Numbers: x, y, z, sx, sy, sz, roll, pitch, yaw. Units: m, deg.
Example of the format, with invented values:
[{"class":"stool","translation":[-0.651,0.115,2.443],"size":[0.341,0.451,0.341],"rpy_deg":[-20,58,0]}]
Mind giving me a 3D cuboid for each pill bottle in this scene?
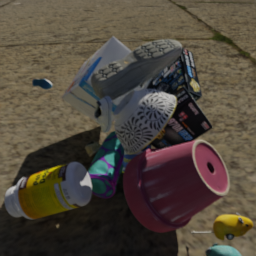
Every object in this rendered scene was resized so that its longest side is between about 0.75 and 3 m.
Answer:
[{"class":"pill bottle","translation":[-2.153,1.734,7.512],"size":[2.150,1.175,1.175],"rpy_deg":[-19,34,13]}]

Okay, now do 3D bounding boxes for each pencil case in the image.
[{"class":"pencil case","translation":[-0.524,1.066,8.903],"size":[1.101,1.014,2.383],"rpy_deg":[-10,31,26]}]

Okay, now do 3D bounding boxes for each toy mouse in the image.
[{"class":"toy mouse","translation":[2.461,2.469,5.919],"size":[2.353,0.455,2.091],"rpy_deg":[-19,14,15]}]

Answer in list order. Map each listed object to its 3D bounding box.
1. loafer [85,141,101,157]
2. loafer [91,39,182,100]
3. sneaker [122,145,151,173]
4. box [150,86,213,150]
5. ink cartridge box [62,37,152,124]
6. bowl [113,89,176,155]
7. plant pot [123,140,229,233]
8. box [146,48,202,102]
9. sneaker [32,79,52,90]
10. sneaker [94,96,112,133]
[{"class":"loafer","translation":[-1.206,0.643,9.619],"size":[0.452,0.408,1.195],"rpy_deg":[-33,6,2]},{"class":"loafer","translation":[0.279,-1.614,7.909],"size":[2.732,0.953,0.955],"rpy_deg":[-26,47,-2]},{"class":"sneaker","translation":[0.410,0.809,8.765],"size":[0.854,0.950,2.311],"rpy_deg":[-1,3,12]},{"class":"box","translation":[1.471,-0.077,8.786],"size":[1.865,2.347,0.540],"rpy_deg":[-36,55,13]},{"class":"ink cartridge box","translation":[-0.817,-1.533,10.177],"size":[2.680,1.939,1.973],"rpy_deg":[-13,45,61]},{"class":"bowl","translation":[0.230,-0.376,7.508],"size":[0.952,2.028,2.028],"rpy_deg":[39,35,-15]},{"class":"plant pot","translation":[1.253,1.278,6.816],"size":[2.118,1.895,2.118],"rpy_deg":[26,46,-31]},{"class":"box","translation":[1.401,-1.297,10.276],"size":[0.615,2.675,2.126],"rpy_deg":[19,50,-27]},{"class":"sneaker","translation":[-2.675,-1.410,8.922],"size":[0.843,0.323,0.341],"rpy_deg":[18,16,34]},{"class":"sneaker","translation":[-0.733,-0.335,7.742],"size":[0.451,1.273,0.465],"rpy_deg":[-20,50,-24]}]
